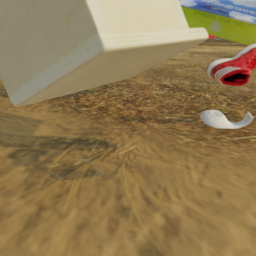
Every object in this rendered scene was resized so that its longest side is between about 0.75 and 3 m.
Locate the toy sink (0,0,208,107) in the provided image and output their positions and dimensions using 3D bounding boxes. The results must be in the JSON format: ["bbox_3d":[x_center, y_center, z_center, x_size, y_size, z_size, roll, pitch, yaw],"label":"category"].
[{"bbox_3d":[-0.341,-1.589,4.096,1.832,1.574,2.810,-18,5,40],"label":"toy sink"}]

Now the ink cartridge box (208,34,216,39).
[{"bbox_3d":[2.342,-3.619,10.016,1.905,0.799,1.672,-19,45,-29],"label":"ink cartridge box"}]

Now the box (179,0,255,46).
[{"bbox_3d":[2.119,-2.416,5.450,1.526,0.597,2.503,26,51,26],"label":"box"}]

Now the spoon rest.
[{"bbox_3d":[1.553,-0.122,4.473,0.831,0.252,0.413,2,37,-9],"label":"spoon rest"}]

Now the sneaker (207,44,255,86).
[{"bbox_3d":[1.925,-0.950,4.481,1.141,0.447,0.659,-25,35,1],"label":"sneaker"}]
